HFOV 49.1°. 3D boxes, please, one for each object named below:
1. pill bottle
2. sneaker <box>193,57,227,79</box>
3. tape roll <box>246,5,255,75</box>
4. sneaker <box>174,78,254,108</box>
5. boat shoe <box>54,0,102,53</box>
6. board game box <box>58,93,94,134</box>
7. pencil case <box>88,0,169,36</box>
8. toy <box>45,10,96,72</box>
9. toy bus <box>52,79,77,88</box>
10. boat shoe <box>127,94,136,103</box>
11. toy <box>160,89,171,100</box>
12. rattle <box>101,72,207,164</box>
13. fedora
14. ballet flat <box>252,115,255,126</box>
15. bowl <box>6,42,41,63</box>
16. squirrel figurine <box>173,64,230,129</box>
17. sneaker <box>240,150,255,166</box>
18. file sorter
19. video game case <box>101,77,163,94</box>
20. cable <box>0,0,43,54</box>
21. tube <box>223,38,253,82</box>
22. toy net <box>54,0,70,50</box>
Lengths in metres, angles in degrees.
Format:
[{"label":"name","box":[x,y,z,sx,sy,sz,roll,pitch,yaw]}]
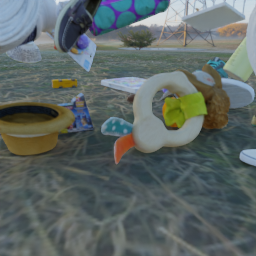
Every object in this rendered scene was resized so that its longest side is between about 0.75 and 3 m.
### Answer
[{"label":"pill bottle","box":[-2.953,-2.598,6.674,1.380,1.380,2.384,18,41,42]},{"label":"sneaker","box":[3.502,-2.359,11.880,1.144,1.345,2.949,13,9,32]},{"label":"tape roll","box":[2.531,-1.261,3.938,0.610,1.744,1.744,-18,24,-19]},{"label":"sneaker","box":[3.115,-1.476,10.159,2.963,1.082,1.049,14,44,39]},{"label":"boat shoe","box":[-0.920,-2.147,5.411,0.512,1.581,0.569,15,-18,20]},{"label":"board game box","box":[-1.430,-0.399,7.352,0.990,0.990,0.305,-6,20,-18]},{"label":"pencil case","box":[-0.098,-3.125,7.188,2.169,0.923,1.002,-23,-19,-8]},{"label":"toy","box":[-1.956,-3.337,9.682,0.603,2.553,1.470,-20,46,38]},{"label":"toy bus","box":[-3.094,-2.181,13.675,1.163,0.379,0.455,-7,19,-19]},{"label":"boat shoe","box":[0.412,-1.075,10.433,0.913,0.346,0.328,-3,20,-2]},{"label":"toy","box":[1.643,-1.592,11.290,0.319,0.779,1.352,45,30,10]},{"label":"rattle","box":[0.359,-0.089,6.664,2.725,1.774,1.946,-41,21,-21]},{"label":"fedora","box":[-2.208,0.042,6.245,2.108,0.860,2.108,2,20,-1]},{"label":"ballet flat","box":[3.853,-0.133,7.596,0.362,0.362,1.024,-13,23,-34]},{"label":"bowl","box":[-3.201,-2.480,8.704,1.039,0.487,1.039,15,34,-11]},{"label":"squirrel figurine","box":[1.872,-0.598,7.525,1.218,1.607,1.722,-23,62,-34]},{"label":"sneaker","box":[2.943,0.485,5.475,1.416,0.501,0.517,3,19,8]},{"label":"file sorter","box":[2.793,-3.991,9.124,1.150,1.032,1.657,10,-5,-38]},{"label":"video game case","box":[0.297,-2.125,13.686,2.067,0.260,2.887,-13,23,-34]},{"label":"cable","box":[-2.715,-2.427,4.800,2.387,2.387,0.826,-34,9,-28]},{"label":"tube","box":[3.485,-2.459,7.092,0.696,2.681,0.778,23,15,-37]},{"label":"toy net","box":[-1.774,-2.821,7.440,0.472,1.281,2.443,30,-1,-15]}]
